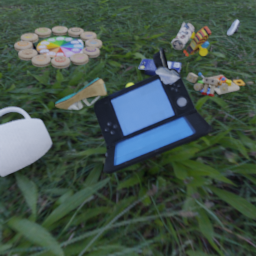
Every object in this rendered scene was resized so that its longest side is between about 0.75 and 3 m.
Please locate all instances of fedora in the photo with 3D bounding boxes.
[{"bbox_3d":[1.193,-2.467,10.410,0.440,0.964,0.964,-14,36,18],"label":"fedora"}]

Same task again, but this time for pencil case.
[{"bbox_3d":[2.195,-3.691,11.300,0.559,0.487,1.251,32,62,0],"label":"pencil case"}]

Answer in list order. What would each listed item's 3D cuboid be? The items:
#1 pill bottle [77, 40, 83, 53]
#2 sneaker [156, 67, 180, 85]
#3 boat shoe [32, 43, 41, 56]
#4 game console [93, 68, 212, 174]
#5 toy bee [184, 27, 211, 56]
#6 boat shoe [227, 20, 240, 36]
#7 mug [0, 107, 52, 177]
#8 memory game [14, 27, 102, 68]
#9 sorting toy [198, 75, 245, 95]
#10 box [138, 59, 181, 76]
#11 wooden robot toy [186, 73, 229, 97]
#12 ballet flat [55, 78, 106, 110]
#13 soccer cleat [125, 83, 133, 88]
[{"bbox_3d":[-2.630,-3.428,11.876,1.308,0.726,0.726,9,40,7],"label":"pill bottle"},{"bbox_3d":[0.997,-1.309,7.240,0.899,0.392,0.335,8,40,-48],"label":"sneaker"},{"bbox_3d":[-3.461,-2.860,10.350,0.374,1.128,0.395,-25,15,38],"label":"boat shoe"},{"bbox_3d":[0.409,-0.310,7.125,2.634,1.533,2.317,-22,75,7],"label":"game console"},{"bbox_3d":[2.934,-3.472,12.031,1.008,1.854,1.214,-31,57,-3],"label":"toy bee"},{"bbox_3d":[3.847,-3.550,10.114,0.288,0.303,0.868,42,55,-13],"label":"boat shoe"},{"bbox_3d":[-3.702,0.279,9.310,1.832,1.543,2.090,-25,79,-20],"label":"mug"},{"bbox_3d":[-1.795,-2.172,7.309,2.241,0.143,2.241,3,42,-3],"label":"memory game"},{"bbox_3d":[4.542,-2.205,13.696,2.444,0.333,1.376,-14,41,-17],"label":"sorting toy"},{"bbox_3d":[1.691,-3.166,14.867,2.110,0.342,1.278,10,40,10],"label":"box"},{"bbox_3d":[2.501,-1.291,8.516,1.409,0.621,0.639,22,18,37],"label":"wooden robot toy"},{"bbox_3d":[-1.394,-0.827,8.179,1.798,0.567,0.617,-23,12,30],"label":"ballet flat"},{"bbox_3d":[0.535,-1.142,9.318,0.836,1.999,0.646,-24,73,19],"label":"soccer cleat"}]
